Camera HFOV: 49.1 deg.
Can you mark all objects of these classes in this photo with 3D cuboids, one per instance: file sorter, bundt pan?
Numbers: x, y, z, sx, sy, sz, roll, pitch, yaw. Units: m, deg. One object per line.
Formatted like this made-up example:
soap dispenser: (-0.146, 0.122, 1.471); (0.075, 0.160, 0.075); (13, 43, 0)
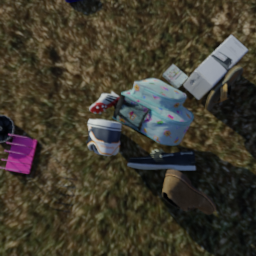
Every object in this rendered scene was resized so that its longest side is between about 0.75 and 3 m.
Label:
file sorter: (-3.785, 0.891, 9.615); (0.843, 0.761, 1.213); (10, 78, 2)
bundt pan: (-4.505, 0.076, 9.984); (1.024, 0.384, 1.024); (0, 77, 0)

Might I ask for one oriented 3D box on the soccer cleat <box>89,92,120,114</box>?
soccer cleat: (-0.751, -0.780, 8.473); (1.206, 0.414, 0.514); (-26, 66, -39)

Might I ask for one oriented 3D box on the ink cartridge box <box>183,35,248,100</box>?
ink cartridge box: (2.998, -2.045, 9.761); (1.930, 1.396, 0.813); (-43, 84, -14)

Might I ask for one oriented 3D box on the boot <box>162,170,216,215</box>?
boot: (1.582, 1.919, 7.399); (1.999, 0.736, 0.754); (39, 61, -27)

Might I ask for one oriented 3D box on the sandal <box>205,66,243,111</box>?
sandal: (3.193, -1.237, 9.204); (1.755, 0.705, 0.474); (-51, 60, 16)

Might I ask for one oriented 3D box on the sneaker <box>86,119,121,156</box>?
sneaker: (-0.813, 0.272, 8.881); (1.045, 2.665, 1.058); (8, 91, -7)

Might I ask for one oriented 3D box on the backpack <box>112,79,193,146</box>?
backpack: (0.914, -0.490, 8.499); (2.141, 1.882, 1.642); (38, 116, 15)

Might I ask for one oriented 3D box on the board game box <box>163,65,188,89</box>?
board game box: (1.758, -1.917, 10.485); (0.755, 0.243, 0.557); (44, 81, 7)

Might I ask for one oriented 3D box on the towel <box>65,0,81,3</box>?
towel: (-2.152, -5.814, 11.254); (1.081, 0.363, 1.464); (-14, 78, -2)

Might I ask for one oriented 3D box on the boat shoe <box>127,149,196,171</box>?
boat shoe: (1.141, 1.074, 9.567); (2.357, 0.891, 0.711); (4, 79, -11)
